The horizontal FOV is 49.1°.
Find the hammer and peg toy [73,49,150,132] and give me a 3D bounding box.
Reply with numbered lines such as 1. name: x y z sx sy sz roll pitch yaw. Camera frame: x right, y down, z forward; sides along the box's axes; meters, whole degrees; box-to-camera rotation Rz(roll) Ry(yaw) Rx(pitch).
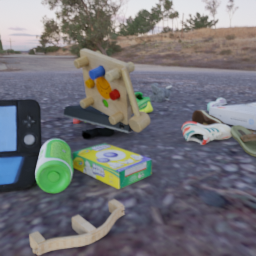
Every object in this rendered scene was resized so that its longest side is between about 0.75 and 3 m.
1. hammer and peg toy: -0.381 -1.155 8.353 2.823 2.076 0.995 27 45 36

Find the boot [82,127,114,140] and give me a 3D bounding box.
1. boot: -1.040 0.179 9.444 0.936 0.346 0.767 2 11 35

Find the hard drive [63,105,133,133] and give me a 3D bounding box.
1. hard drive: -0.834 -0.372 9.904 2.371 0.390 1.655 15 11 15

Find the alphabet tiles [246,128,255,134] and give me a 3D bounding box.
1. alphabet tiles: 4.722 0.069 10.434 1.393 0.063 1.666 7 16 25

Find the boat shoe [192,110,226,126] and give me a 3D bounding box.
1. boat shoe: 3.012 -0.149 10.302 0.691 0.690 1.868 8 19 -18

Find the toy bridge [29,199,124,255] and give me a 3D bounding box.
1. toy bridge: -0.687 1.572 4.364 1.638 0.223 0.550 -13 20 -40

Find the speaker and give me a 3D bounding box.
1. speaker: -1.647 0.792 6.311 0.768 0.768 1.738 -3 15 -12

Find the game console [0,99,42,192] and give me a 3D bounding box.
1. game console: -3.560 0.323 6.535 2.831 2.489 1.647 -3 -13 -12

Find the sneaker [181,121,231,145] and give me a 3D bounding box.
1. sneaker: 2.561 0.270 8.965 1.682 0.592 0.786 7 40 -3

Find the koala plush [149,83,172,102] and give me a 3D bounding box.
1. koala plush: 2.087 -2.062 16.847 1.228 1.089 1.129 -9 29 -31

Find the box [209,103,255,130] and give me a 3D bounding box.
1. box: 5.247 -0.538 11.498 2.965 0.610 2.312 -6 14 -30

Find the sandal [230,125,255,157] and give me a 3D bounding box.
1. sandal: 3.612 0.328 8.146 0.721 0.518 1.816 -4 31 -17

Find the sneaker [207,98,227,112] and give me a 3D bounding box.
1. sneaker: 4.718 -1.037 13.780 1.516 0.589 1.060 -25 29 -38

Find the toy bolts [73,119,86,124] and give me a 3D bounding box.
1. toy bolts: -1.815 -0.609 11.520 0.975 0.676 0.931 -7 12 11

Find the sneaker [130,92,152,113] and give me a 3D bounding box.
1. sneaker: 0.436 -1.326 13.963 0.851 0.960 2.298 -11 18 -34

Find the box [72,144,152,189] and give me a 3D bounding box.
1. box: -0.493 0.826 6.785 1.906 0.461 1.118 12 18 42
